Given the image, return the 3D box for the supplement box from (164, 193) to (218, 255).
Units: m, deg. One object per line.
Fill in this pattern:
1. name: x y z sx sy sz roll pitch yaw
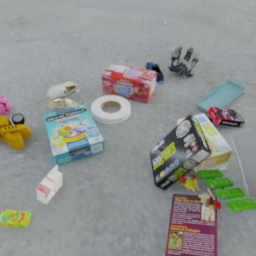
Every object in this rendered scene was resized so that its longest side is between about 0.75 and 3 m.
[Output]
1. supplement box: 1.758 3.031 7.581 1.280 0.993 2.320 0 41 18

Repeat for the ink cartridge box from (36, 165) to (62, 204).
1. ink cartridge box: -2.521 1.851 9.245 0.386 0.666 1.144 23 44 11

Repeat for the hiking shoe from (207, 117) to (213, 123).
1. hiking shoe: 3.152 -0.367 11.959 1.033 0.391 0.520 -16 46 -17

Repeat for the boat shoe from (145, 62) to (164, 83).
1. boat shoe: 1.486 -3.077 14.785 0.775 0.632 1.841 -17 45 -18

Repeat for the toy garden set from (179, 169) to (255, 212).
1. toy garden set: 2.507 1.893 8.174 1.534 0.367 1.840 0 25 -21

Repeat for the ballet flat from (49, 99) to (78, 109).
1. ballet flat: -2.887 -1.095 12.443 1.285 0.411 0.486 -3 42 -9

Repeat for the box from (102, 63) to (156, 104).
1. box: 0.045 -2.150 13.376 2.371 1.132 1.182 14 44 15

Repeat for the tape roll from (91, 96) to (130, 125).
1. tape roll: -0.770 -0.820 12.493 1.778 0.325 1.778 1 43 -1

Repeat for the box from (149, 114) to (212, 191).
1. box: 1.644 0.821 9.401 0.475 2.144 1.717 30 32 -25

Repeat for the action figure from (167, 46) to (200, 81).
1. action figure: 2.921 -3.609 14.924 1.517 1.303 2.553 14 41 -1

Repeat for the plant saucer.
1. plant saucer: 4.396 -1.412 13.186 2.858 0.271 0.999 -34 57 -31

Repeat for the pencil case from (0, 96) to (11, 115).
1. pencil case: -6.166 -0.893 12.165 1.927 0.903 0.875 -14 46 -16

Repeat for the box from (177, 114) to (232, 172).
1. box: 2.713 0.593 10.370 1.161 1.046 2.064 -13 45 -13

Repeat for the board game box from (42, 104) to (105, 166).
1. board game box: -2.216 0.175 11.117 1.885 0.586 2.497 -17 43 -15

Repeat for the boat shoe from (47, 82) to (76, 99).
1. boat shoe: -3.141 -1.770 13.424 1.501 0.532 0.524 -30 44 -35

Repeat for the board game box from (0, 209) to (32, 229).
1. board game box: -3.482 2.787 8.593 0.878 0.209 0.446 5 42 5

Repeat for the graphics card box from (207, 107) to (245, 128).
1. graphics card box: 4.132 -0.455 11.832 1.355 0.345 0.850 7 38 -20

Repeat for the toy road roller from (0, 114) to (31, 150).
1. toy road roller: -4.638 0.254 10.859 1.641 1.009 1.198 -10 55 -11

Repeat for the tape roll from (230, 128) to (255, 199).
1. tape roll: 3.800 1.104 8.693 0.698 2.113 2.113 -17 39 18
